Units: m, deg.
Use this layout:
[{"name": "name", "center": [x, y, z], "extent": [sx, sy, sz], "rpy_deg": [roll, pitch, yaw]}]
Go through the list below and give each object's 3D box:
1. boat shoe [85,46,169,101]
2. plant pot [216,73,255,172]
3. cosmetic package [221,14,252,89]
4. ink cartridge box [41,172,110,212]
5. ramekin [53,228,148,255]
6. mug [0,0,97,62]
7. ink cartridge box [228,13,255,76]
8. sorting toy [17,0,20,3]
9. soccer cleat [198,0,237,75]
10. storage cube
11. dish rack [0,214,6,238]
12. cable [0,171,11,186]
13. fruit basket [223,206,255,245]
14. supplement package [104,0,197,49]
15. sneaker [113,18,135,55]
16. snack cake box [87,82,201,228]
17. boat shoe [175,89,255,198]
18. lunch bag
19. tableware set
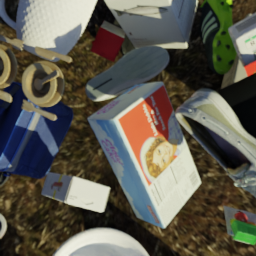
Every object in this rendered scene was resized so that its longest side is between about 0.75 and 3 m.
[{"name": "boat shoe", "center": [-0.032, -1.500, 7.823], "extent": [2.463, 0.822, 0.906], "rpy_deg": [-22, 84, 9]}, {"name": "plant pot", "center": [2.767, -0.058, 6.107], "extent": [1.774, 1.995, 2.000], "rpy_deg": [-29, 91, -46]}, {"name": "cosmetic package", "center": [3.983, -2.042, 9.222], "extent": [1.216, 1.441, 2.787], "rpy_deg": [16, 80, 3]}, {"name": "ink cartridge box", "center": [-1.133, 1.344, 5.966], "extent": [0.928, 1.279, 0.533], "rpy_deg": [25, 73, -33]}, {"name": "ramekin", "center": [-0.635, 3.306, 5.667], "extent": [2.303, 1.123, 2.303], "rpy_deg": [8, 61, -15]}, {"name": "mug", "center": [-1.995, -2.682, 6.472], "extent": [2.078, 1.534, 1.822], "rpy_deg": [26, 103, -4]}, {"name": "ink cartridge box", "center": [3.299, -1.803, 6.136], "extent": [1.640, 2.038, 0.510], "rpy_deg": [-27, 48, 20]}, {"name": "sorting toy", "center": [-2.490, -3.475, 7.918], "extent": [2.315, 1.116, 0.392], "rpy_deg": [32, 56, -18]}, {"name": "soccer cleat", "center": [2.223, -2.355, 7.148], "extent": [0.810, 0.972, 2.398], "rpy_deg": [11, 72, -21]}, {"name": "storage cube", "center": [-0.562, -2.500, 8.073], "extent": [0.857, 0.733, 0.771], "rpy_deg": [24, 123, -10]}, {"name": "dish rack", "center": [-5.234, 3.334, 8.531], "extent": [2.372, 0.602, 2.763], "rpy_deg": [35, 81, 8]}, {"name": "cable", "center": [-4.445, 1.314, 8.868], "extent": [1.465, 0.456, 1.795], "rpy_deg": [11, 56, -13]}, {"name": "fruit basket", "center": [2.660, 2.250, 6.513], "extent": [0.830, 0.896, 0.420], "rpy_deg": [14, 114, 4]}, {"name": "supplement package", "center": [0.564, -3.425, 6.985], "extent": [1.644, 2.811, 1.649], "rpy_deg": [8, 75, 27]}, {"name": "sneaker", "center": [0.533, -3.783, 9.935], "extent": [2.678, 0.804, 1.397], "rpy_deg": [-45, 82, -3]}, {"name": "snack cake box", "center": [0.452, 0.567, 6.058], "extent": [1.553, 0.907, 2.700], "rpy_deg": [-38, 115, -33]}, {"name": "boat shoe", "center": [1.864, 0.452, 5.089], "extent": [0.807, 0.928, 2.517], "rpy_deg": [-38, 91, -27]}, {"name": "lunch bag", "center": [-2.763, 0.107, 7.151], "extent": [1.637, 1.594, 2.410], "rpy_deg": [20, 84, 46]}, {"name": "tableware set", "center": [-2.255, -1.061, 5.642], "extent": [2.050, 0.411, 1.355], "rpy_deg": [21, 104, 13]}]
